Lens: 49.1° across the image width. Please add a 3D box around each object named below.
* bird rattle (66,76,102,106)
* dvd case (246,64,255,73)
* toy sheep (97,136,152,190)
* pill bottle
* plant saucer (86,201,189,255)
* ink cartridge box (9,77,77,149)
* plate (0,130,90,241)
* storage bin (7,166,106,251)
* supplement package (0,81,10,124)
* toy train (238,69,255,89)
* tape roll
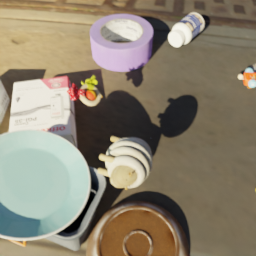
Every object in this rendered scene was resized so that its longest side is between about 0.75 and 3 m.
[{"bbox_3d":[-1.306,-1.126,8.942,0.957,0.662,1.174,45,39,-5],"label":"bird rattle"},{"bbox_3d":[5.865,-2.634,12.497,0.937,0.075,0.697,-25,56,-19],"label":"dvd case"},{"bbox_3d":[0.004,0.808,7.079,1.307,1.307,1.896,13,36,10],"label":"toy sheep"},{"bbox_3d":[2.772,-4.687,13.520,1.041,1.041,1.875,32,59,23],"label":"pill bottle"},{"bbox_3d":[0.262,3.234,7.589,2.834,0.455,2.834,-1,51,1],"label":"plant saucer"},{"bbox_3d":[-2.970,-0.382,9.986,2.073,1.171,2.830,-8,52,-7],"label":"ink cartridge box"},{"bbox_3d":[-2.275,1.233,6.525,2.785,0.356,2.785,11,50,-14],"label":"plate"},{"bbox_3d":[-2.219,2.118,7.382,2.991,2.009,2.177,16,50,11],"label":"storage bin"},{"bbox_3d":[-5.637,-0.637,10.145,1.751,1.247,2.248,1,51,0],"label":"supplement package"},{"bbox_3d":[5.471,-1.226,10.998,2.038,0.754,2.713,1,48,3],"label":"toy train"},{"bbox_3d":[-0.297,-3.935,12.823,2.818,1.197,2.818,0,51,0],"label":"tape roll"}]
